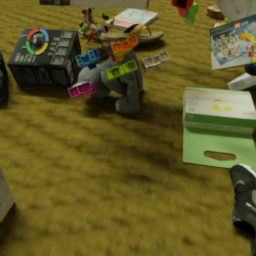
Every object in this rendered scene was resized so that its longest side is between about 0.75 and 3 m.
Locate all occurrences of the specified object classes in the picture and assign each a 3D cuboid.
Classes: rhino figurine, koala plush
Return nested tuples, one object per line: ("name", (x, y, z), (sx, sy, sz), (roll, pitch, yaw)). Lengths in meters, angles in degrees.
("rhino figurine", (-1.058, -3.095, 11.324), (1.646, 0.492, 0.720), (-26, 16, -26))
("koala plush", (-0.701, -1.559, 8.815), (2.010, 1.847, 1.782), (-4, 39, 14))

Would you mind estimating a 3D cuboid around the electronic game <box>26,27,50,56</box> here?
("electronic game", (-2.825, -2.692, 8.736), (0.898, 0.898, 0.187), (19, 4, 21))

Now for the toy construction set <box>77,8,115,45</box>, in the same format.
("toy construction set", (-1.681, -4.367, 12.591), (1.498, 1.381, 1.797), (29, 52, -17))

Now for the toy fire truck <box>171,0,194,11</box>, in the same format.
("toy fire truck", (1.091, -4.227, 7.394), (2.137, 0.521, 1.507), (36, 81, 13))

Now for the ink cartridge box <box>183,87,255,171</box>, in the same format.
("ink cartridge box", (2.537, -0.113, 7.824), (1.982, 0.653, 2.724), (6, 39, 7))

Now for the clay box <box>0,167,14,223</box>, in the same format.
("clay box", (-2.976, 1.806, 5.101), (0.503, 1.214, 2.113), (12, 41, 11))

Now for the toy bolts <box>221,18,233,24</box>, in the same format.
("toy bolts", (4.774, -4.505, 13.061), (0.983, 0.939, 0.682), (34, 87, 23))

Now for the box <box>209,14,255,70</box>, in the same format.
("box", (2.602, -1.947, 6.439), (0.282, 1.023, 1.498), (-8, 6, -37))

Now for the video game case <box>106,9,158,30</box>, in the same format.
("video game case", (0.231, -5.627, 14.540), (1.776, 0.217, 2.484), (20, 44, 22))

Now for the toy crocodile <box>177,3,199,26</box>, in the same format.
("toy crocodile", (1.936, -4.391, 9.643), (0.666, 2.156, 0.728), (-43, 60, -5))

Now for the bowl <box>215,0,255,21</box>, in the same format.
("bowl", (3.591, -4.242, 8.656), (1.263, 2.811, 2.811), (-40, 50, -7))

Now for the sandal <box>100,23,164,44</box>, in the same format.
("sandal", (0.212, -4.126, 12.132), (2.870, 0.775, 1.153), (-4, 26, -12))

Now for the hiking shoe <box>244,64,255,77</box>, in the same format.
("hiking shoe", (4.055, -1.827, 6.880), (2.244, 0.835, 0.973), (-17, 14, 13))

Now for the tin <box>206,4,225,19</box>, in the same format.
("tin", (5.420, -6.307, 15.166), (2.370, 0.496, 1.327), (2, 36, 2))

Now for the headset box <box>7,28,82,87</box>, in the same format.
("headset box", (-2.965, -2.522, 9.977), (2.183, 1.012, 1.900), (4, 57, 4))

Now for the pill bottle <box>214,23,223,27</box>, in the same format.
("pill bottle", (4.411, -4.073, 12.330), (1.308, 0.745, 0.745), (31, 49, 30))

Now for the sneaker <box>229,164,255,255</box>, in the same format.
("sneaker", (2.464, 1.589, 5.755), (0.892, 0.771, 2.037), (-12, 42, -6))

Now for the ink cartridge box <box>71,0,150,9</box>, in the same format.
("ink cartridge box", (-0.521, -3.679, 6.962), (1.781, 1.037, 2.446), (-2, 31, -8))

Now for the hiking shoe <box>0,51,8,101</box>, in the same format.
("hiking shoe", (-4.833, -1.893, 9.566), (1.185, 1.017, 2.734), (-11, 42, -14))

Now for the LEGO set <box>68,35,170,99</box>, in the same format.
("LEGO set", (-0.340, -1.423, 6.362), (2.268, 0.865, 0.931), (-22, 0, -7))

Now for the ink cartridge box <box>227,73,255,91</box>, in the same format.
("ink cartridge box", (4.599, -1.911, 9.154), (1.964, 0.425, 1.928), (-31, 5, -30))

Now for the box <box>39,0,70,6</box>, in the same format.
("box", (-1.716, -3.258, 6.458), (0.655, 0.800, 0.345), (9, 27, 16))

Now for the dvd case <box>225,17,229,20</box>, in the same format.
("dvd case", (5.283, -4.740, 12.854), (0.198, 1.316, 1.803), (-51, 52, 7))
